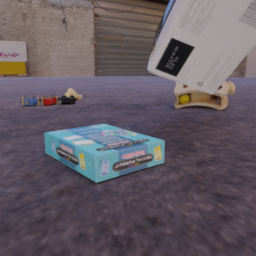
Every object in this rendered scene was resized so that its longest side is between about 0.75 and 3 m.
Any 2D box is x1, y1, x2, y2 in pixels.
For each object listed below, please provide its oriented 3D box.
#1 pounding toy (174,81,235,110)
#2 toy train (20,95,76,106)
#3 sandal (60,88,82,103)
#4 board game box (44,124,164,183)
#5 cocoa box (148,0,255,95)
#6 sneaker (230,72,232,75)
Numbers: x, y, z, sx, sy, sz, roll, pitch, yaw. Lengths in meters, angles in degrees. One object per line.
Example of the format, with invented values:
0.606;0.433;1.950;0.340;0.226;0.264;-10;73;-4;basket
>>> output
3.490;-1.259;12.489;2.939;1.686;1.680;-9;41;0;pounding toy
-3.785;-1.282;13.352;2.592;0.442;0.594;-3;25;-18;toy train
-3.055;-1.787;14.918;0.753;0.675;2.053;3;13;14;sandal
-0.543;0.396;5.669;1.551;0.482;2.054;-10;16;-37;board game box
1.923;-2.615;6.630;1.925;2.887;1.894;19;52;-8;cocoa box
3.136;-2.057;9.261;0.440;0.837;0.317;-5;45;35;sneaker
